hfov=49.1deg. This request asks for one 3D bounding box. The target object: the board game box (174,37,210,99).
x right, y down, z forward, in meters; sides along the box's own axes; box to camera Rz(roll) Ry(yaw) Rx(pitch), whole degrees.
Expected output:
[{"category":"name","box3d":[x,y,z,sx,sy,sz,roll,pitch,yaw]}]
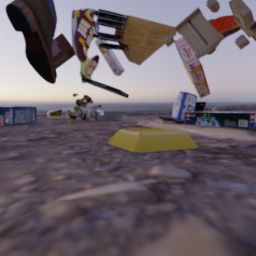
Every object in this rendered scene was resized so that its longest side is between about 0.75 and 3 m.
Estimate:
[{"category":"board game box","box3d":[2.290,-2.082,9.898,0.438,1.432,1.891,-26,-30,12]}]

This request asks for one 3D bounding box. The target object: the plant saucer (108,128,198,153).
[{"category":"plant saucer","box3d":[0.435,0.199,5.423,1.317,0.319,1.317,-2,6,-25]}]

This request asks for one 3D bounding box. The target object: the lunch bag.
[{"category":"lunch bag","box3d":[2.507,-0.916,12.569,0.965,1.325,1.558,15,4,14]}]

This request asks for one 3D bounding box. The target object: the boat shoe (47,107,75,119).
[{"category":"boat shoe","box3d":[-4.020,-0.922,17.392,1.959,0.724,0.835,-4,5,-21]}]

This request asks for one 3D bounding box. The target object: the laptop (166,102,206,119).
[{"category":"laptop","box3d":[3.461,-1.046,16.943,1.781,1.038,2.010,0,4,-10]}]

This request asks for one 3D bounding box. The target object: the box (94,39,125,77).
[{"category":"box","box3d":[-0.691,-2.631,10.260,0.327,1.690,0.350,-41,-22,29]}]

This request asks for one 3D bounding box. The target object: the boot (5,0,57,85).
[{"category":"boot","box3d":[-2.498,-2.736,8.619,1.059,2.836,1.374,19,56,22]}]

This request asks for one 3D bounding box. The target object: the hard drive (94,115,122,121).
[{"category":"hard drive","box3d":[-1.092,-0.556,15.346,1.406,0.297,0.948,-1,5,-15]}]

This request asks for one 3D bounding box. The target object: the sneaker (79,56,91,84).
[{"category":"sneaker","box3d":[-2.155,-2.912,13.935,0.558,1.479,0.565,6,27,25]}]

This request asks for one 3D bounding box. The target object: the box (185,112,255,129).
[{"category":"box","box3d":[3.979,-0.348,10.951,2.007,0.554,2.939,-3,5,-35]}]

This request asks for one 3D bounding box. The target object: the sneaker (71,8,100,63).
[{"category":"sneaker","box3d":[-1.335,-3.018,8.999,0.852,1.892,0.709,-7,-12,5]}]

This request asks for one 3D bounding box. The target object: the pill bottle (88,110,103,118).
[{"category":"pill bottle","box3d":[-2.160,-0.944,18.713,0.959,0.558,0.558,3,5,27]}]

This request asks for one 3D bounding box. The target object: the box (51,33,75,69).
[{"category":"box","box3d":[-2.991,-2.877,11.166,1.690,0.846,0.633,-36,-17,3]}]

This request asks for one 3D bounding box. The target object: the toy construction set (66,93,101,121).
[{"category":"toy construction set","box3d":[-2.452,-0.984,14.894,1.320,1.432,1.717,-10,-5,38]}]

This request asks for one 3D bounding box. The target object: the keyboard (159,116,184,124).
[{"category":"keyboard","box3d":[1.863,-0.293,12.742,0.731,0.278,1.405,13,3,-27]}]

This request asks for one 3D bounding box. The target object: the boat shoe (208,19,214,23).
[{"category":"boat shoe","box3d":[3.329,-4.229,11.918,0.972,0.362,0.356,-44,-3,3]}]

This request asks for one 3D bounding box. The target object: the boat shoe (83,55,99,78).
[{"category":"boat shoe","box3d":[-1.503,-2.638,11.713,0.464,1.258,0.435,34,-44,-25]}]

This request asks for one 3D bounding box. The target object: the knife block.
[{"category":"knife block","box3d":[0.111,-2.786,7.663,2.146,1.884,0.687,-41,37,-8]}]

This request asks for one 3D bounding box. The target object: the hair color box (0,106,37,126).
[{"category":"hair color box","box3d":[-5.111,-0.509,11.494,1.314,0.795,2.628,2,5,20]}]

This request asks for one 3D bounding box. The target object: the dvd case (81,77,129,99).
[{"category":"dvd case","box3d":[-1.021,-1.823,12.726,1.888,0.234,1.419,22,4,18]}]

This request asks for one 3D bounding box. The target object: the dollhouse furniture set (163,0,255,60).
[{"category":"dollhouse furniture set","box3d":[1.752,-1.716,5.664,1.588,1.354,0.775,-37,-28,21]}]

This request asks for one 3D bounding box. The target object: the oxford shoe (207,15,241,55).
[{"category":"oxford shoe","box3d":[3.146,-3.320,10.340,0.960,0.942,2.647,43,-25,-26]}]
